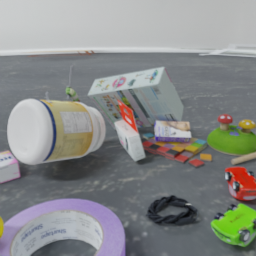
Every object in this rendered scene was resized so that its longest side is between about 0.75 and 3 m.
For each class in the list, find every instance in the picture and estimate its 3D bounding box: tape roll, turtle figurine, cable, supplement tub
[{"bbox_3d":[-1.232,2.288,5.073,2.353,0.772,2.353,0,22,0],"label":"tape roll"},{"bbox_3d":[-2.881,-0.841,11.569,1.816,2.524,2.447,-14,24,20],"label":"turtle figurine"},{"bbox_3d":[0.985,1.927,6.656,1.212,0.308,0.989,-5,21,-11],"label":"cable"},{"bbox_3d":[-2.108,0.088,8.656,1.843,1.843,2.553,15,10,35],"label":"supplement tub"}]

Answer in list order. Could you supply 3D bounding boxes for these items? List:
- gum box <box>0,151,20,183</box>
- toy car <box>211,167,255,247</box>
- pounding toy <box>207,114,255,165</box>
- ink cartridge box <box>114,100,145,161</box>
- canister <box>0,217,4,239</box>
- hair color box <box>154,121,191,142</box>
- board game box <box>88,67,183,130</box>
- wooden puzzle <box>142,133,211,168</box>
[{"bbox_3d":[-4.093,1.256,8.051,1.621,0.536,0.920,-15,27,-35],"label":"gum box"},{"bbox_3d":[2.803,1.932,6.226,2.622,0.621,2.786,-15,25,-33],"label":"toy car"},{"bbox_3d":[3.953,0.206,9.969,1.879,1.130,2.434,-4,21,-11],"label":"pounding toy"},{"bbox_3d":[-0.075,0.031,9.476,0.411,1.638,1.887,-21,21,-10],"label":"ink cartridge box"},{"bbox_3d":[-3.191,2.009,4.660,1.875,0.812,1.393,-17,22,25],"label":"canister"},{"bbox_3d":[1.594,0.132,10.126,1.233,0.400,0.674,2,58,-3],"label":"hair color box"},{"bbox_3d":[0.314,-1.003,10.630,2.965,2.187,0.953,-5,50,30],"label":"board game box"},{"bbox_3d":[1.684,0.632,10.142,2.976,0.209,1.765,16,26,36],"label":"wooden puzzle"}]
